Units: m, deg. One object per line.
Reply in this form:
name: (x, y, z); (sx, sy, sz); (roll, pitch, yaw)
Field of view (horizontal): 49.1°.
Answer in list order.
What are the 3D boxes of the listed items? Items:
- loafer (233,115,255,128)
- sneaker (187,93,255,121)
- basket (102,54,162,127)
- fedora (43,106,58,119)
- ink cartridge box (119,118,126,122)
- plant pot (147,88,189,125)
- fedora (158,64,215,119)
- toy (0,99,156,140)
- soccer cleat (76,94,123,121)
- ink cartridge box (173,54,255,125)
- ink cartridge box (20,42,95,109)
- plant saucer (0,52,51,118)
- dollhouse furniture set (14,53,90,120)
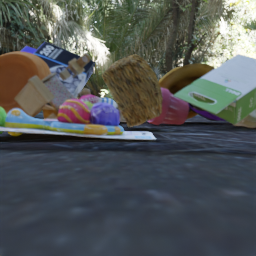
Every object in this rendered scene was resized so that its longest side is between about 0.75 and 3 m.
loafer: (3.252, -0.193, 7.536); (0.375, 0.338, 0.991); (-5, 6, -31)
sneaker: (3.397, -0.684, 9.557); (2.855, 0.992, 1.420); (16, -18, 13)
basket: (0.227, -0.999, 6.907); (1.100, 1.542, 1.148); (-23, 16, 16)
fedora: (-2.436, -0.553, 10.057); (1.835, 0.748, 1.835); (4, 4, 0)
ink cartridge box: (-0.340, -0.601, 10.480); (2.179, 0.473, 2.158); (5, 11, -6)
plant pot: (1.266, -0.587, 8.761); (1.034, 1.155, 1.155); (14, 0, -14)
fedora: (2.022, -1.468, 10.407); (2.724, 2.724, 1.111); (-2, 41, -24)
toy: (-0.961, -0.172, 4.956); (2.778, 0.656, 1.599); (0, 4, 0)
soccer cleat: (-0.824, -0.474, 8.268); (0.959, 0.776, 2.221); (40, 23, 16)
ink cartridge box: (2.707, -0.953, 7.532); (2.751, 0.816, 1.428); (-32, 42, -23)
ink cartridge box: (-2.894, -1.950, 9.686); (2.814, 0.611, 2.788); (20, 43, -1)
plant saucer: (-3.533, -1.296, 8.453); (2.454, 2.454, 0.459); (0, -19, 6)
dollhouse furniture set: (-1.778, -1.145, 8.002); (1.060, 1.241, 2.394); (-28, 15, 44)
